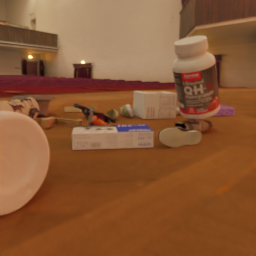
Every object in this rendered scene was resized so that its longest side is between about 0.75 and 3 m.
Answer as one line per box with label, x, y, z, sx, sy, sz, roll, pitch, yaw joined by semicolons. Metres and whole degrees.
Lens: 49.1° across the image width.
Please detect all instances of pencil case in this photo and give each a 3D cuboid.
pencil case;-4.919;-0.644;11.423;1.213;1.055;2.712;29;22;20

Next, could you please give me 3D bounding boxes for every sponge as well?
sponge;4.183;-1.047;15.296;1.665;0.445;2.985;-5;13;-18

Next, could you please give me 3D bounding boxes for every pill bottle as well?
pill bottle;2.360;-1.763;9.860;1.473;2.660;1.473;-13;26;6
pill bottle;-2.816;0.389;4.745;2.700;1.537;1.537;7;13;31

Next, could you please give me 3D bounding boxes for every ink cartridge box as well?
ink cartridge box;-0.476;0.251;8.259;2.287;0.506;1.075;-1;12;-7

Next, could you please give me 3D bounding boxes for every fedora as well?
fedora;-4.597;-1.074;13.747;2.054;1.049;2.322;-4;7;-27

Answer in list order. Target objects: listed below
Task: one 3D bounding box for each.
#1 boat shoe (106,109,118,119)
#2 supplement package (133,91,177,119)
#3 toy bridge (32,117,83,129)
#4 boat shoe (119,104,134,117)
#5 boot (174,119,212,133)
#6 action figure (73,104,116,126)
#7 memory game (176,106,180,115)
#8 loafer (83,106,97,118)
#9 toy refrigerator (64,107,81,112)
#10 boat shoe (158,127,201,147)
boat shoe;-0.658;-0.626;12.963;0.387;0.423;1.132;17;0;-22
supplement package;1.263;-1.151;13.705;1.656;1.218;1.583;-2;11;-19
toy bridge;-3.101;-0.196;10.968;2.794;0.380;0.939;1;8;8
boat shoe;-0.108;-0.799;13.915;0.558;0.648;1.801;-24;8;-3
boot;2.236;-0.144;10.306;1.179;0.566;1.613;-8;10;-21
action figure;-1.260;-0.213;9.931;1.651;0.863;1.597;23;1;-12
memory game;2.919;-1.032;14.833;1.734;0.110;1.734;-16;15;5
loafer;-1.803;-0.654;13.125;0.567;0.613;1.629;-16;11;-15
toy refrigerator;-3.044;-1.008;15.477;0.887;0.310;0.337;1;4;4
boat shoe;1.449;0.259;8.233;1.522;0.575;0.459;7;7;-31
